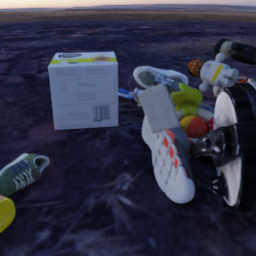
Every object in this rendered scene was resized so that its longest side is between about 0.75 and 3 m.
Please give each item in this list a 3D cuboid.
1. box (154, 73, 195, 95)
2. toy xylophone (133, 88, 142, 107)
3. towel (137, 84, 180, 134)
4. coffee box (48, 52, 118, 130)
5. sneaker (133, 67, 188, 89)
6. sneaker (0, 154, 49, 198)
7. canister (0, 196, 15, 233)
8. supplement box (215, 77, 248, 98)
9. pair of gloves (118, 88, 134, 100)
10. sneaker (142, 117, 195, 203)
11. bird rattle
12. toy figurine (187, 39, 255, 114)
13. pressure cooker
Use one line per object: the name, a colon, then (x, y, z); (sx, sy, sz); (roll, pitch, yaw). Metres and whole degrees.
box: (1.665, -1.334, 10.369); (1.496, 1.180, 0.372); (25, 74, 9)
toy xylophone: (0.861, -1.054, 10.897); (1.456, 0.366, 1.066); (16, 28, -6)
towel: (0.700, -0.432, 6.469); (0.708, 1.068, 0.184); (-17, 6, 25)
coffee box: (-1.474, -1.392, 9.824); (2.147, 2.150, 2.126); (-3, 26, -5)
sneaker: (1.570, -2.324, 13.286); (2.623, 1.022, 1.303); (17, 23, 13)
sneaker: (-2.442, 1.080, 6.607); (0.741, 0.554, 1.651); (0, 23, 10)
canister: (-3.203, 1.614, 5.394); (1.640, 0.710, 1.218); (13, 30, 22)
supplement box: (4.435, -1.529, 11.592); (1.266, 0.852, 1.284); (0, 26, 0)
pair of gloves: (-0.087, -1.464, 12.046); (0.896, 0.127, 1.114); (11, 23, -11)
sneaker: (1.243, 0.521, 6.937); (1.196, 1.126, 2.921); (6, 39, -18)
bird rattle: (2.202, -0.006, 8.530); (2.658, 1.497, 2.167); (37, 59, 25)
toy figurine: (3.166, -1.503, 9.444); (2.507, 2.546, 1.771); (-33, 43, -24)
pressure cooker: (2.790, 0.355, 5.381); (2.988, 2.628, 2.669); (-4, 36, 8)
